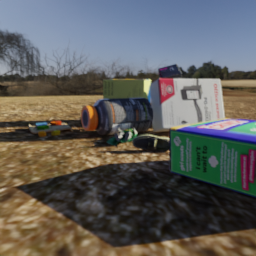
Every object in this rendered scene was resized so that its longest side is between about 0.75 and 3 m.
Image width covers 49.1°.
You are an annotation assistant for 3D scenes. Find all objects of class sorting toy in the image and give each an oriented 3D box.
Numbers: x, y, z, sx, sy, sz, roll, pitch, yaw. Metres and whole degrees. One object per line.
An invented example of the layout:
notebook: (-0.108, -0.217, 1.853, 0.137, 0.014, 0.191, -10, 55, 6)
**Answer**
sorting toy: (-3.339, -0.013, 12.112, 1.766, 0.317, 2.371, -4, 10, -22)

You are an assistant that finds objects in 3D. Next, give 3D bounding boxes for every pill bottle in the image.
pill bottle: (-0.472, -0.473, 11.348, 2.755, 1.463, 1.463, -5, 10, -29)

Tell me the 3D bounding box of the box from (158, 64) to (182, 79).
box: (1.967, -2.058, 12.918, 0.908, 1.485, 0.788, -14, 48, 0)

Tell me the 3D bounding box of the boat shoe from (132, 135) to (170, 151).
boat shoe: (0.790, 0.474, 8.528, 1.327, 0.474, 0.436, 4, 4, -1)

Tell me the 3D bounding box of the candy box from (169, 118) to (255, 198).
candy box: (2.784, 0.525, 5.977, 2.508, 1.142, 2.966, -10, 12, -43)

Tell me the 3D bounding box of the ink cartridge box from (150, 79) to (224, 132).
ink cartridge box: (2.506, -0.964, 11.895, 2.874, 2.087, 1.198, -3, -6, -15)

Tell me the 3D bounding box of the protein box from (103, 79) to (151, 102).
protein box: (-0.041, -1.529, 15.443, 2.296, 2.279, 1.549, 3, 9, 17)

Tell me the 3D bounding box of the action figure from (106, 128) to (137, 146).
action figure: (-0.060, 0.237, 10.133, 1.099, 0.509, 1.861, -1, 5, 8)
